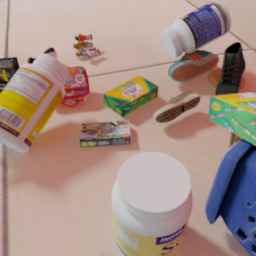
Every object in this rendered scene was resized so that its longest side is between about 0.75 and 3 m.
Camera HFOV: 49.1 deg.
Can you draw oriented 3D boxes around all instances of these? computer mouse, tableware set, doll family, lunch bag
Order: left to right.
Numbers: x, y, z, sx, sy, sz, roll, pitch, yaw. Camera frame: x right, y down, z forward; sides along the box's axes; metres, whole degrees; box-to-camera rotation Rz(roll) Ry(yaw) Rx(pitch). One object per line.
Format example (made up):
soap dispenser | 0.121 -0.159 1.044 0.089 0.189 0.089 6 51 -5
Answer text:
computer mouse | -3.471 -2.709 11.700 0.518 1.294 2.361 21 38 1
lunch bag | -2.296 -1.480 10.534 1.687 0.691 1.486 -11 75 -7
doll family | -2.024 -3.662 13.107 1.009 0.732 1.625 -15 63 -25
tableware set | 3.074 0.256 8.092 0.180 1.294 1.549 9 37 29

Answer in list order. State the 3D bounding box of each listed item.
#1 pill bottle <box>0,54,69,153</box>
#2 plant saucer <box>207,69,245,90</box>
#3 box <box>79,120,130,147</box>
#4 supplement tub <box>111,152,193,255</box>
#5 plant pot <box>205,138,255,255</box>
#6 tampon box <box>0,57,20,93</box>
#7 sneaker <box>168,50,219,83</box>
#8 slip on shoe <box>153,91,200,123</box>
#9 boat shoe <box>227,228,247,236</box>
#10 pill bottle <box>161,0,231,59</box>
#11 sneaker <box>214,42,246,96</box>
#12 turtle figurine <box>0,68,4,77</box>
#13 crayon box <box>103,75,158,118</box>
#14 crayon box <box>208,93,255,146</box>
pill bottle | -3.087 -0.834 8.752 1.610 1.610 2.948 21 69 20
plant saucer | 4.067 -2.035 11.608 1.517 0.245 1.517 -1 44 1
box | -0.752 0.184 9.236 1.621 0.281 0.892 -4 43 -3
supplement tub | 0.487 1.807 6.115 1.677 2.306 1.677 0 44 0
plant pot | 3.189 1.405 6.411 2.064 2.296 2.296 28 36 32
tampon box | -5.016 -1.972 10.889 1.511 1.133 0.954 -7 44 -7
sneaker | 2.557 -2.686 11.831 2.729 0.974 1.090 -21 46 -31
slip on shoe | 1.610 -0.781 9.702 1.892 0.719 0.573 -28 53 -15
boat shoe | 2.835 2.605 6.745 0.902 0.295 0.332 24 49 23
pill bottle | 2.676 -3.885 11.229 2.500 1.447 1.447 -29 49 -4
sneaker | 3.702 -1.976 10.432 0.896 1.272 2.395 9 62 33
turtle figurine | -4.707 -1.018 8.162 2.578 0.830 2.079 -6 50 36
crayon box | 0.113 -1.225 10.492 1.823 0.531 1.083 -32 52 -29
crayon box | 3.094 -0.209 6.536 1.345 0.660 2.265 -6 23 -17
